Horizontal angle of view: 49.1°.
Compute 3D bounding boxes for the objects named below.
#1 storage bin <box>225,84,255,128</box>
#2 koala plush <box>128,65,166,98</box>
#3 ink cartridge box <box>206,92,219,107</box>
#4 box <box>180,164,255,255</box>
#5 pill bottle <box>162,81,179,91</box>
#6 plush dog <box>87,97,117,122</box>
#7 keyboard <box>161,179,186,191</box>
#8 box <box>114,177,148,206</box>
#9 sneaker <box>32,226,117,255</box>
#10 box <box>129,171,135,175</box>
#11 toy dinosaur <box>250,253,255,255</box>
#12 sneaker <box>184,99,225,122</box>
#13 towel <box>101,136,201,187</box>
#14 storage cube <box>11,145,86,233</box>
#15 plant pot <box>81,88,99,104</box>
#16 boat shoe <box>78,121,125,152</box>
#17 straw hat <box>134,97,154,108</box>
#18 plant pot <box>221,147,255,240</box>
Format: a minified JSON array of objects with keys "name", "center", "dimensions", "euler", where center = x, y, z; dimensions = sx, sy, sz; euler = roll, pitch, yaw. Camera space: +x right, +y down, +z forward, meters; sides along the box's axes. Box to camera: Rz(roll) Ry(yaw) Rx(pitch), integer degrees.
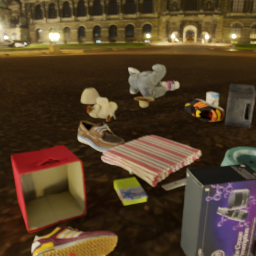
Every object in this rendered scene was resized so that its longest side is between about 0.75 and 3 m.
[{"name":"storage bin","center":[5.455,-1.146,13.736],"dimensions":[1.146,1.652,2.444],"euler":[7,21,19]},{"name":"koala plush","center":[0.975,-3.077,18.635],"dimensions":[2.412,2.139,2.216],"euler":[21,39,37]},{"name":"ink cartridge box","center":[4.860,-1.591,16.183],"dimensions":[0.358,0.846,0.611],"euler":[-16,25,-29]},{"name":"box","center":[1.804,1.717,5.524],"dimensions":[1.296,1.837,0.724],"euler":[-3,19,-10]},{"name":"pill bottle","center":[3.093,-3.080,20.530],"dimensions":[1.214,0.676,0.676],"euler":[-10,22,-26]},{"name":"plush dog","center":[-1.409,-0.828,14.195],"dimensions":[1.254,1.172,1.461],"euler":[-5,-14,30]},{"name":"keyboard","center":[1.431,1.679,8.333],"dimensions":[0.899,0.048,0.253],"euler":[-10,17,-27]},{"name":"box","center":[0.061,1.765,7.753],"dimensions":[0.659,0.258,1.081],"euler":[-6,21,-17]},{"name":"sneaker","center":[-1.093,2.292,5.747],"dimensions":[1.693,0.635,0.763],"euler":[-6,27,-17]},{"name":"box","center":[0.028,1.131,9.491],"dimensions":[0.263,0.282,1.362],"euler":[-5,20,-16]},{"name":"toy dinosaur","center":[2.917,2.597,5.418],"dimensions":[1.262,1.391,0.730],"euler":[18,-23,-29]},{"name":"sneaker","center":[3.631,-0.886,14.225],"dimensions":[1.070,0.831,2.377],"euler":[-13,25,-39]},{"name":"towel","center":[0.855,0.963,9.586],"dimensions":[2.192,0.448,2.995],"euler":[20,23,36]},{"name":"storage cube","center":[-1.977,1.373,6.920],"dimensions":[1.408,1.648,1.481],"euler":[-11,17,-27]},{"name":"plant pot","center":[-2.344,-2.014,17.413],"dimensions":[1.187,0.797,1.187],"euler":[1,20,0]},{"name":"boat shoe","center":[-1.125,0.285,10.900],"dimensions":[2.426,0.878,0.876],"euler":[13,26,35]},{"name":"straw hat","center":[0.923,-1.455,16.315],"dimensions":[1.151,0.487,1.151],"euler":[2,20,-1]},{"name":"plant pot","center":[2.792,1.388,6.622],"dimensions":[1.714,1.610,1.714],"euler":[0,24,0]}]
